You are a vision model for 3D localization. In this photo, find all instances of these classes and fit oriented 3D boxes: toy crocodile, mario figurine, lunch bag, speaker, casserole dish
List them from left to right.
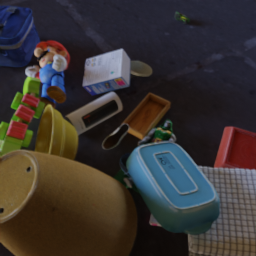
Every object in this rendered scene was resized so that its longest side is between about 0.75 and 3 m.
[{"bbox_3d":[-4.888,-3.801,11.461,1.747,1.701,2.571,3,51,3],"label":"lunch bag"},{"bbox_3d":[-3.269,-0.282,8.638,0.957,0.876,2.836,25,60,-22],"label":"toy crocodile"},{"bbox_3d":[-3.050,-2.153,10.249,1.838,1.578,2.977,-10,55,0],"label":"mario figurine"},{"bbox_3d":[-1.152,-0.484,9.456,1.881,0.764,0.764,-31,58,-23],"label":"speaker"},{"bbox_3d":[1.090,1.245,6.921,1.733,0.555,2.861,-8,39,-23],"label":"casserole dish"}]

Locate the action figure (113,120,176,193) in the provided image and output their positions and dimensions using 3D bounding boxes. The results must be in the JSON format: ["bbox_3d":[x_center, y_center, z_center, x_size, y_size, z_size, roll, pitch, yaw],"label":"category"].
[{"bbox_3d":[0.775,0.739,8.520,1.559,0.722,2.639,19,54,16],"label":"action figure"}]

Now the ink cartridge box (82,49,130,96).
[{"bbox_3d":[-0.906,-1.981,10.220,1.871,0.714,1.277,-9,61,22],"label":"ink cartridge box"}]

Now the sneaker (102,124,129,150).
[{"bbox_3d":[-0.359,0.302,8.906,1.065,0.451,0.388,-41,86,2],"label":"sneaker"}]

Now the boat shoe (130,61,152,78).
[{"bbox_3d":[0.093,-2.250,10.959,1.695,0.527,0.632,6,65,6],"label":"boat shoe"}]

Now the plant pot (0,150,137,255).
[{"bbox_3d":[-1.562,1.687,5.887,2.703,2.900,2.703,-13,53,18],"label":"plant pot"}]

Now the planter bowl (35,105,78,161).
[{"bbox_3d":[-2.018,0.486,8.067,0.909,2.182,2.182,10,47,-26],"label":"planter bowl"}]

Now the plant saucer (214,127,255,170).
[{"bbox_3d":[3.832,0.849,8.625,1.973,0.362,1.969,19,53,14],"label":"plant saucer"}]

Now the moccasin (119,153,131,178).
[{"bbox_3d":[0.640,1.144,7.445,2.028,0.692,0.816,23,63,25],"label":"moccasin"}]

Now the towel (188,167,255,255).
[{"bbox_3d":[2.480,2.193,7.201,1.945,1.005,2.349,1,48,9],"label":"towel"}]

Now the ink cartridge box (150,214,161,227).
[{"bbox_3d":[1.045,2.110,7.677,0.708,0.249,1.186,3,53,17],"label":"ink cartridge box"}]

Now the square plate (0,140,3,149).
[{"bbox_3d":[-4.793,1.186,8.388,2.627,0.377,2.652,-38,61,-25],"label":"square plate"}]

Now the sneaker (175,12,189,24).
[{"bbox_3d":[2.611,-5.355,13.621,0.361,0.330,0.847,-32,67,-31],"label":"sneaker"}]

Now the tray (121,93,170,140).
[{"bbox_3d":[0.643,-0.423,9.688,0.880,0.330,1.784,28,56,21],"label":"tray"}]
